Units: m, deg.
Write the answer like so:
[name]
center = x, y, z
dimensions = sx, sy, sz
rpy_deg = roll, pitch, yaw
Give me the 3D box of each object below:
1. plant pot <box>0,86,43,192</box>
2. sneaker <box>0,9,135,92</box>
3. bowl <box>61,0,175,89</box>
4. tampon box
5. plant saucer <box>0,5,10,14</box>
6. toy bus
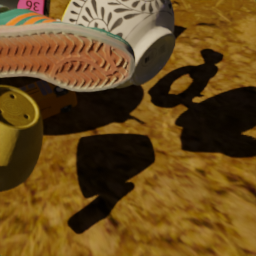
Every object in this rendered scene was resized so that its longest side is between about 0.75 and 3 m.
[plant pot]
center = -2.157, 0.025, 4.757
dimensions = 1.756, 1.246, 1.756
rpy_deg = 28, 38, -25
[sneaker]
center = -0.960, -1.017, 3.301
dimensions = 2.178, 0.777, 0.870
rpy_deg = 7, 44, 4
[bowl]
center = 0.064, -1.388, 4.591
dimensions = 2.242, 2.242, 1.052
rpy_deg = -36, 69, -26
[tampon box]
center = -2.969, -4.031, 6.888
dimensions = 2.130, 1.794, 2.842
rpy_deg = 5, 91, -13
[plant saucer]
center = -3.760, -1.734, 5.671
dimensions = 2.968, 0.571, 2.968
rpy_deg = -33, 22, 15
[toy bus]
center = -2.621, -0.653, 7.608
dimensions = 2.334, 0.760, 0.914
rpy_deg = -25, 53, -19
